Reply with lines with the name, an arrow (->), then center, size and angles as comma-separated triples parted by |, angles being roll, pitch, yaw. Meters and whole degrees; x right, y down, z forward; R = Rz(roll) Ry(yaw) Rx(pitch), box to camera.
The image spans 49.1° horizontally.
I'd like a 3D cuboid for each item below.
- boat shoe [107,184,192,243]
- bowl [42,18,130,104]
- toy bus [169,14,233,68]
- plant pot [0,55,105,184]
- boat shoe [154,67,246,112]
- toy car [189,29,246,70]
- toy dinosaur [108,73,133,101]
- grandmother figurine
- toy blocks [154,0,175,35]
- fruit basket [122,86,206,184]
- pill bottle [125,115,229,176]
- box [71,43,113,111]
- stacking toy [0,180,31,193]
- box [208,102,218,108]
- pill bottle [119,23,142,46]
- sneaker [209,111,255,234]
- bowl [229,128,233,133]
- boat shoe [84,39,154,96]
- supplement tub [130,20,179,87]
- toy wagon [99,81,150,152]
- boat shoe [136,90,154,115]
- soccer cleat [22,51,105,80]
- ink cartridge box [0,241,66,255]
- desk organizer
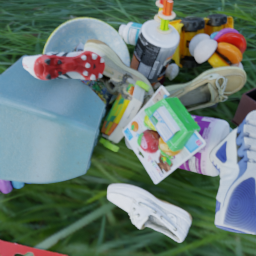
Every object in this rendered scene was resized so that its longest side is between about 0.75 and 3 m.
boat shoe -> 0.370, 1.946, 6.420 | 2.090, 0.740, 0.724 | 19, 48, 16
bowl -> -1.521, -2.102, 9.397 | 2.844, 2.844, 1.530 | -19, 20, -18
toy bus -> 2.543, -3.712, 11.479 | 2.609, 1.770, 2.505 | -18, 32, -20
plant pot -> -1.719, -0.041, 6.273 | 2.152, 2.112, 2.107 | 16, 33, -5
boat shoe -> 2.123, -0.980, 8.291 | 2.849, 1.039, 0.896 | -13, 35, 7
toy car -> 3.203, -2.637, 9.565 | 1.786, 1.530, 2.041 | 33, 24, -17
toy dinosaur -> -0.111, -0.883, 5.482 | 0.414, 0.223, 0.940 | -47, 41, 6
grandmother figurine -> 0.851, -1.908, 10.288 | 2.162, 0.655, 1.311 | -15, 61, -11
toy blocks -> 1.054, -3.465, 7.745 | 0.484, 1.333, 1.111 | 0, 49, -3
fruit basket -> 0.579, 0.181, 5.527 | 0.712, 1.518, 1.406 | -7, 59, -51
pill bottle -> 1.236, 0.308, 7.411 | 2.523, 1.417, 1.417 | 11, 45, 29
box -> -1.335, -1.184, 8.317 | 1.762, 0.486, 2.579 | 40, 43, -21
stacking toy -> -2.277, 0.890, 7.298 | 2.739, 1.169, 1.169 | -13, 47, -20
box -> 2.793, -1.222, 9.611 | 0.512, 0.590, 0.965 | 4, 45, 5
pill bottle -> 0.445, -4.004, 12.102 | 1.643, 0.910, 0.910 | 20, 49, 18
sneaker -> 2.204, 0.909, 5.578 | 0.934, 1.335, 2.311 | 21, 71, -3
bowl -> 2.658, 0.314, 8.196 | 0.838, 0.438, 0.838 | 3, 47, -3
boat shoe -> -0.297, -1.372, 8.203 | 1.025, 2.842, 0.923 | 9, 71, 43
supplement tub -> 0.760, -2.304, 9.068 | 1.234, 2.014, 1.234 | 6, 60, -10
toy wagon -> -0.214, -0.337, 7.420 | 0.457, 2.311, 1.793 | 29, 86, -14
boat shoe -> 0.481, -0.671, 7.434 | 0.679, 0.612, 1.883 | -16, 15, 4
soccer cleat -> -1.302, -1.359, 6.023 | 0.818, 0.659, 1.921 | 23, 27, 34
ink cartridge box -> -2.338, 3.270, 5.301 | 1.755, 0.546, 2.181 | 9, 48, 8
desk organizer -> 4.536, 0.084, 7.941 | 1.072, 1.151, 2.990 | -25, 51, -22
